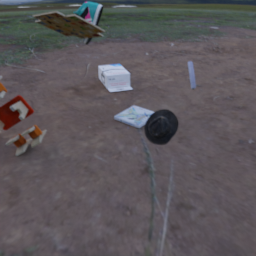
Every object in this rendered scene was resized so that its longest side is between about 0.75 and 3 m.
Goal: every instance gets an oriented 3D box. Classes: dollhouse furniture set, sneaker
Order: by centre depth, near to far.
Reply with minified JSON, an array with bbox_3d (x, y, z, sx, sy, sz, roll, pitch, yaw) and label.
[{"bbox_3d":[-4.351,-0.256,9.603,2.398,2.424,1.249,-28,23,15],"label":"dollhouse furniture set"},{"bbox_3d":[-1.860,-4.552,11.934,1.071,1.775,0.742,26,29,-2],"label":"sneaker"}]

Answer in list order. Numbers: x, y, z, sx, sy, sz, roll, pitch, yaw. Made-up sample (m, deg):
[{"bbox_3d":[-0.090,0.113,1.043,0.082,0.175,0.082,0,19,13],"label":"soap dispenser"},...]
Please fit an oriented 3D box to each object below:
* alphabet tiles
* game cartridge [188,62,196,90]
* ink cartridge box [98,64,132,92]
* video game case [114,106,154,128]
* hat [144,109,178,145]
[{"bbox_3d":[-2.205,-3.862,10.696,2.102,0.080,2.526,7,1,33],"label":"alphabet tiles"},{"bbox_3d":[2.470,-2.022,10.859,0.208,1.030,0.687,-8,1,16],"label":"game cartridge"},{"bbox_3d":[-0.718,-2.768,15.347,1.335,0.781,2.302,-10,31,-17],"label":"ink cartridge box"},{"bbox_3d":[0.345,-0.502,11.985,1.305,0.158,1.432,21,36,32],"label":"video game case"},{"bbox_3d":[0.743,-0.049,6.844,0.924,0.924,0.373,19,-1,30],"label":"hat"}]
